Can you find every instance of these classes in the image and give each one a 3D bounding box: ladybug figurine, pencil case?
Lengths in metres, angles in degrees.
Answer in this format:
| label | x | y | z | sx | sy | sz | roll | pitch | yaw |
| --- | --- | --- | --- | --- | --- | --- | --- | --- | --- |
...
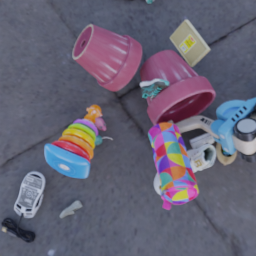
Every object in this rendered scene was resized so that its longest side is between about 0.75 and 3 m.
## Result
| label | x | y | z | sx | sy | sz | roll | pitch | yaw |
| --- | --- | --- | --- | --- | --- | --- | --- | --- | --- |
| ladybug figurine | 3.506 | 0.807 | 10.077 | 0.748 | 0.397 | 1.103 | 14 | 75 | 4 |
| pencil case | 1.184 | 0.976 | 7.905 | 1.067 | 1.067 | 2.414 | -4 | 47 | -1 |

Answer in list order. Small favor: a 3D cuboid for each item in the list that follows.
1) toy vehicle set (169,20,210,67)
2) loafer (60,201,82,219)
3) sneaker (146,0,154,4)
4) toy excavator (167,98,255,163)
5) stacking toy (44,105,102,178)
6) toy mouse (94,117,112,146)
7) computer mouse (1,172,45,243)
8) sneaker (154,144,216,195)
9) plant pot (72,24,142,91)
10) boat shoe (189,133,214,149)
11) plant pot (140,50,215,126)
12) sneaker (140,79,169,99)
| label | x | y | z | sx | sy | sz | roll | pitch | yaw |
| --- | --- | --- | --- | --- | --- | --- | --- | --- | --- |
| toy vehicle set | 2.081 | -2.877 | 9.560 | 0.180 | 0.843 | 1.356 | -13 | 67 | -47 |
| loafer | -1.949 | 2.827 | 9.561 | 0.829 | 0.290 | 0.289 | -37 | 70 | -10 |
| sneaker | 1.101 | -6.142 | 11.963 | 0.779 | 0.663 | 1.709 | 36 | 76 | 13 |
| toy excavator | 3.066 | -0.046 | 9.347 | 2.841 | 1.460 | 2.922 | -42 | 42 | -10 |
| stacking toy | -1.563 | 0.238 | 9.361 | 1.507 | 1.425 | 2.597 | 22 | 58 | 1 |
| toy mouse | -1.185 | 0.119 | 10.254 | 1.374 | 0.299 | 1.546 | 28 | 73 | 1 |
| computer mouse | -3.380 | 2.611 | 9.546 | 1.232 | 0.493 | 2.246 | 18 | 81 | 10 |
| sneaker | 1.880 | 1.251 | 9.031 | 2.292 | 1.325 | 0.844 | -36 | 88 | -31 |
| plant pot | -0.796 | -2.430 | 9.341 | 1.736 | 1.940 | 1.940 | 24 | 71 | -34 |
| boat shoe | 2.910 | 0.412 | 10.173 | 1.327 | 0.488 | 0.434 | -22 | 84 | 9 |
| plant pot | 1.493 | -1.413 | 9.756 | 2.337 | 2.337 | 2.092 | -24 | 70 | -7 |
| sneaker | 0.821 | -1.190 | 8.732 | 0.466 | 1.202 | 0.548 | 7 | 84 | -34 |
